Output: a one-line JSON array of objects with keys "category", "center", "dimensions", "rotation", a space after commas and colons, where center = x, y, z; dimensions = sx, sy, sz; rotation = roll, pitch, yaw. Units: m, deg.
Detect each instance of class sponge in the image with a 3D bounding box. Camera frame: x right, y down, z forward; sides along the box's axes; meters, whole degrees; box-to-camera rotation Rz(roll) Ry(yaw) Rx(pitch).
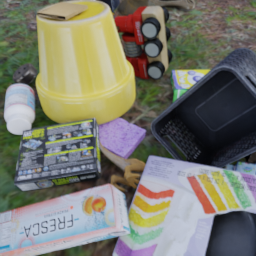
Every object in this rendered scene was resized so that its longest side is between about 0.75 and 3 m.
[{"category": "sponge", "center": [-0.632, 0.083, 7.873], "dimensions": [2.000, 0.298, 1.116], "rotation": [27, 53, 22]}]

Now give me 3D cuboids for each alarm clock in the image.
[{"category": "alarm clock", "center": [-3.540, -1.866, 9.512], "dimensions": [0.821, 0.405, 1.217], "rotation": [-39, 40, 1]}]

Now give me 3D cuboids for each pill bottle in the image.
[{"category": "pill bottle", "center": [-3.134, -0.539, 8.112], "dimensions": [0.814, 0.814, 1.496], "rotation": [-10, 47, -9]}]

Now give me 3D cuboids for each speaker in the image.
[{"category": "speaker", "center": [2.062, -0.823, 8.557], "dimensions": [1.362, 0.602, 0.602], "rotation": [8, 47, 8]}]

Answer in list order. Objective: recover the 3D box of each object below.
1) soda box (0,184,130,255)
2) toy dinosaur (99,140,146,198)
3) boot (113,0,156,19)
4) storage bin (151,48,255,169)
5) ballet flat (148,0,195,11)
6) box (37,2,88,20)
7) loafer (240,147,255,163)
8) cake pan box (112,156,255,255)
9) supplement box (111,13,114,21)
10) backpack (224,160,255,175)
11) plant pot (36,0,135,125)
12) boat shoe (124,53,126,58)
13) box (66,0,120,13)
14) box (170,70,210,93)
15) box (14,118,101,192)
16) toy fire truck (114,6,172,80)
[{"category": "soda box", "center": [-1.253, 1.792, 5.203], "dimensions": [2.438, 0.834, 0.775], "rotation": [-17, 59, 12]}, {"category": "toy dinosaur", "center": [0.033, 0.993, 6.826], "dimensions": [2.852, 0.861, 1.515], "rotation": [23, 25, 11]}, {"category": "boot", "center": [0.670, -5.356, 11.971], "dimensions": [1.121, 1.454, 3.000], "rotation": [41, 43, 9]}, {"category": "storage bin", "center": [1.998, -0.244, 6.288], "dimensions": [1.769, 2.617, 1.227], "rotation": [48, 48, 1]}, {"category": "ballet flat", "center": [2.026, -6.247, 13.762], "dimensions": [2.542, 0.589, 0.857], "rotation": [15, 48, 14]}, {"category": "box", "center": [-1.609, -2.910, 6.950], "dimensions": [0.830, 0.108, 1.016], "rotation": [15, 40, 19]}, {"category": "loafer", "center": [3.156, 0.416, 7.069], "dimensions": [0.713, 0.729, 1.997], "rotation": [14, 35, 5]}, {"category": "cake pan box", "center": [1.267, 1.925, 5.002], "dimensions": [2.738, 0.716, 2.521], "rotation": [10, 63, 30]}, {"category": "supplement box", "center": [-1.104, -4.364, 11.890], "dimensions": [1.225, 0.676, 0.525], "rotation": [-18, 49, -17]}, {"category": "backpack", "center": [2.470, 1.410, 6.129], "dimensions": [0.851, 1.059, 1.158], "rotation": [2, 43, 33]}, {"category": "plant pot", "center": [-1.299, -1.950, 7.949], "dimensions": [2.898, 2.726, 2.898], "rotation": [-3, 39, 2]}, {"category": "boat shoe", "center": [0.353, -2.639, 10.443], "dimensions": [1.035, 0.375, 0.374], "rotation": [-3, 46, -3]}, {"category": "box", "center": [-1.502, -5.778, 12.469], "dimensions": [1.963, 1.210, 1.947], "rotation": [-3, 33, 11]}, {"category": "box", "center": [2.365, -1.480, 9.308], "dimensions": [1.757, 0.425, 1.031], "rotation": [-1, 47, -3]}, {"category": "box", "center": [-1.693, 0.633, 6.931], "dimensions": [1.973, 0.437, 1.580], "rotation": [-10, 52, 3]}, {"category": "toy fire truck", "center": [0.007, -2.716, 9.354], "dimensions": [2.517, 2.215, 1.619], "rotation": [8, 45, 23]}]
